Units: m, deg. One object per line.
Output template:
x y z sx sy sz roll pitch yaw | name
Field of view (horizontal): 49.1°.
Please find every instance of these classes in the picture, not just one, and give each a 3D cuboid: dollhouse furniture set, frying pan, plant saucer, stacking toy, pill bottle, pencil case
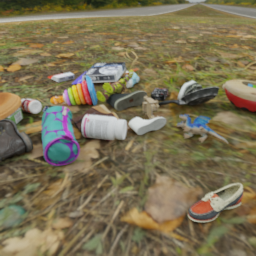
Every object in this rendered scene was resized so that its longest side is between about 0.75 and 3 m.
1.112 -0.783 11.431 0.654 0.765 1.477 -8 29 -12 | dollhouse furniture set
2.601 -1.262 12.039 2.800 0.456 1.693 -12 -10 -13 | frying pan
-5.413 -0.785 11.046 2.320 0.434 2.320 -11 33 8 | plant saucer
-2.481 -1.407 12.530 2.031 1.115 1.179 -16 49 -4 | stacking toy
-0.827 0.001 9.848 1.452 0.823 0.823 6 28 12 | pill bottle
-4.135 -0.927 11.755 1.025 0.561 0.561 13 29 41 | pill bottle
-2.261 0.161 9.186 1.075 1.167 2.526 25 18 -28 | pencil case

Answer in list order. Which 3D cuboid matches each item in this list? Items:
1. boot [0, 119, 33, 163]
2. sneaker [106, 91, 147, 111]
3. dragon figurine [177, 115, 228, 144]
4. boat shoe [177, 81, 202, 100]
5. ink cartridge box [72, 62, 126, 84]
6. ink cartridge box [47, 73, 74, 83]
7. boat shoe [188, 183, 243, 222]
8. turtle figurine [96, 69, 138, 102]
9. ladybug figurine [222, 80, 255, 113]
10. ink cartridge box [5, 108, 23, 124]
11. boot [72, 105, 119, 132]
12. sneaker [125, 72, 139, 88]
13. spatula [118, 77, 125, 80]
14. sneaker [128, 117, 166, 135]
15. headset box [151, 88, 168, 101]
-4.327 0.519 8.918 2.158 0.747 1.878 26 36 35 | boot
-0.065 -1.377 12.633 1.814 0.678 0.963 -20 34 -31 | sneaker
2.608 -0.021 10.015 2.072 0.610 1.030 8 36 31 | dragon figurine
2.961 -1.738 13.213 0.646 0.717 2.029 27 36 21 | boat shoe
-1.620 -3.141 15.883 2.581 0.560 2.557 -2 26 12 | ink cartridge box
-3.906 -3.007 16.165 1.065 0.374 1.310 -23 40 -36 | ink cartridge box
2.139 1.789 6.795 1.605 0.502 0.571 -14 32 -22 | boat shoe
-0.615 -1.783 12.720 2.404 0.774 1.939 -25 9 38 | turtle figurine
5.432 -1.298 11.928 2.856 1.027 1.939 20 28 23 | ladybug figurine
-5.117 -0.457 11.060 1.602 0.475 0.832 5 32 11 | ink cartridge box
-1.186 -0.162 10.657 1.430 0.622 1.719 -30 45 -19 | boot
0.250 -2.648 15.095 0.744 0.672 1.817 1 31 -4 | sneaker
-0.714 -2.834 15.953 1.842 0.189 0.520 -4 25 -8 | spatula
0.696 -0.222 10.625 1.387 0.511 0.802 -16 33 -28 | sneaker
1.525 -1.637 13.470 0.655 0.340 0.880 7 28 19 | headset box
